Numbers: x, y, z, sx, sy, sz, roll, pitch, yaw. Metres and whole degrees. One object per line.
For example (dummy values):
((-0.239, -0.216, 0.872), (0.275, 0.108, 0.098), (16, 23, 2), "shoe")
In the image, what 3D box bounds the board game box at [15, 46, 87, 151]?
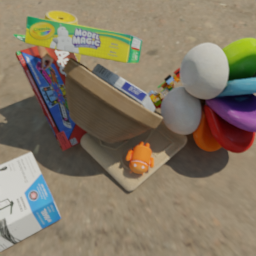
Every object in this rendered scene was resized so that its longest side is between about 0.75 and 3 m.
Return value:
((-1.760, -0.962, 7.727), (1.474, 0.278, 2.863), (-27, 93, -25), "board game box")

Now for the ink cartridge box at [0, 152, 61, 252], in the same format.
((-2.797, 1.719, 6.117), (2.120, 0.894, 1.548), (-25, 53, -21), "ink cartridge box")

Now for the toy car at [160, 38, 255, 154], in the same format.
((2.460, -0.588, 6.802), (2.598, 2.969, 2.226), (-8, 52, -28), "toy car")

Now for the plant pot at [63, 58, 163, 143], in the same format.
((-0.577, -0.482, 6.893), (2.672, 2.672, 1.233), (37, 97, 28), "plant pot")

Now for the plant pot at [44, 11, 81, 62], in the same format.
((-2.347, -3.087, 9.582), (1.584, 1.490, 1.584), (10, 40, -8), "plant pot")

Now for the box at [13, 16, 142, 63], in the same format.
((-1.065, -1.968, 6.297), (2.576, 0.623, 1.511), (11, 15, 9), "box")

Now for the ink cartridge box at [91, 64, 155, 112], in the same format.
((-0.036, -0.805, 6.625), (1.415, 1.441, 0.312), (34, 88, 18), "ink cartridge box")

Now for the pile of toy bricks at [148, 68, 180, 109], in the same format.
((1.232, -1.035, 8.094), (1.439, 0.799, 0.711), (-39, 83, 15), "pile of toy bricks")

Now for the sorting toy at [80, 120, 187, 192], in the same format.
((0.155, 0.390, 7.605), (2.210, 0.403, 2.045), (-38, 63, -23), "sorting toy")

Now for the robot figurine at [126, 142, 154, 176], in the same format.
((0.308, 0.758, 6.804), (0.481, 0.593, 0.825), (-12, 51, 41), "robot figurine")
